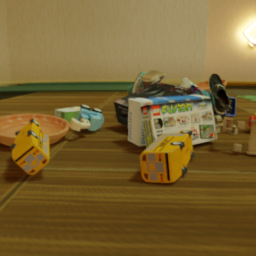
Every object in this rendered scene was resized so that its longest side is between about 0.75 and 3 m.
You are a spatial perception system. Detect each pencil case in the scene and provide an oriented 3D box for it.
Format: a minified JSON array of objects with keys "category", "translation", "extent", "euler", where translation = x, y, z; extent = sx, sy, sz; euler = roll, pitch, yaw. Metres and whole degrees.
[{"category":"pencil case","translation":[3.281,-1.341,13.123],"extent":[1.143,1.053,2.474],"euler":[28,15,25]}]

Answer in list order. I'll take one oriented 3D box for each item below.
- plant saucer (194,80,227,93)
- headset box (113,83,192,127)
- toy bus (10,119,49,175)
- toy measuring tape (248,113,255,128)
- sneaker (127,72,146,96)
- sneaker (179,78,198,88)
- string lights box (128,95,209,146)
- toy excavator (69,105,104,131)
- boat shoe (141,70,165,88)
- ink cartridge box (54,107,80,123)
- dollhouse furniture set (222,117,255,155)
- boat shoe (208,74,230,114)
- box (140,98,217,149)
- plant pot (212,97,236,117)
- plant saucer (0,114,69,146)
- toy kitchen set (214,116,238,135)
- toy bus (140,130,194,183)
[{"category":"plant saucer","translation":[4.525,-2.292,16.310],"extent":[2.392,0.448,2.392],"euler":[-15,16,4]},{"category":"headset box","translation":[0.914,-0.805,11.250],"extent":[2.739,1.058,2.038],"euler":[-25,29,-27]},{"category":"toy bus","translation":[-2.390,0.389,6.971],"extent":[0.613,0.737,1.883],"euler":[-40,23,-1]},{"category":"toy measuring tape","translation":[4.913,-0.151,10.259],"extent":[0.792,0.792,2.153],"euler":[3,8,11]},{"category":"sneaker","translation":[0.384,-2.144,15.604],"extent":[0.886,2.285,1.042],"euler":[2,32,-36]},{"category":"sneaker","translation":[2.374,-1.565,13.940],"extent":[0.961,2.219,0.832],"euler":[49,25,11]},{"category":"string lights box","translation":[1.411,-0.325,9.669],"extent":[2.855,1.467,0.842],"euler":[-7,16,-28]},{"category":"toy excavator","translation":[-1.526,-0.245,10.398],"extent":[1.579,0.811,1.624],"euler":[14,15,-31]},{"category":"boat shoe","translation":[1.310,-2.552,14.776],"extent":[0.814,0.734,2.264],"euler":[17,26,20]},{"category":"ink cartridge box","translation":[-2.426,-0.648,13.235],"extent":[1.851,0.549,0.961],"euler":[-11,17,-41]},{"category":"dollhouse furniture set","translation":[3.807,0.258,8.271],"extent":[1.968,1.020,0.871],"euler":[6,3,16]},{"category":"boat shoe","translation":[4.193,-1.676,12.759],"extent":[0.741,2.063,0.698],"euler":[-1,-27,-6]},{"category":"box","translation":[1.656,-0.114,8.748],"extent":[2.592,1.427,0.450],"euler":[-8,-1,-32]},{"category":"plant pot","translation":[4.774,-1.056,14.039],"extent":[0.960,0.960,0.863],"euler":[2,1,-40]},{"category":"plant saucer","translation":[-3.368,0.079,9.605],"extent":[2.649,0.496,2.649],"euler":[5,18,-2]},{"category":"toy kitchen set","translation":[3.613,-0.098,10.597],"extent":[0.778,0.634,0.702],"euler":[-7,14,-27]},{"category":"toy bus","translation":[1.081,0.629,7.041],"extent":[0.893,0.742,2.281],"euler":[-3,11,22]}]
